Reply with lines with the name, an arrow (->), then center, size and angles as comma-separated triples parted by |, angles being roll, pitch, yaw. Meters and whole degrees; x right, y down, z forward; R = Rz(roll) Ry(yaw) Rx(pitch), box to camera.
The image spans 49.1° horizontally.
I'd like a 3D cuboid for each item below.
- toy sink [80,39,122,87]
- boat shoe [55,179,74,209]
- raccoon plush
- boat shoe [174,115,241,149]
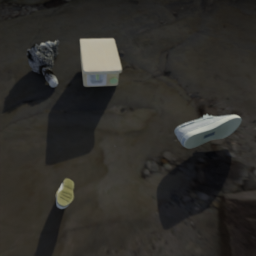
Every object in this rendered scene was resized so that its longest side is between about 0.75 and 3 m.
toy sink -> -1.227, -2.645, 12.121 | 1.554, 1.335, 2.384 | -5, 49, -11
boat shoe -> -1.984, 2.116, 8.666 | 0.490, 0.448, 1.311 | 32, 17, -10
raccoon plush -> -3.525, -2.976, 13.000 | 1.617, 1.168, 2.413 | -29, 87, -39
boat shoe -> 2.845, -0.079, 10.010 | 2.602, 0.908, 0.927 | -16, 46, -21
